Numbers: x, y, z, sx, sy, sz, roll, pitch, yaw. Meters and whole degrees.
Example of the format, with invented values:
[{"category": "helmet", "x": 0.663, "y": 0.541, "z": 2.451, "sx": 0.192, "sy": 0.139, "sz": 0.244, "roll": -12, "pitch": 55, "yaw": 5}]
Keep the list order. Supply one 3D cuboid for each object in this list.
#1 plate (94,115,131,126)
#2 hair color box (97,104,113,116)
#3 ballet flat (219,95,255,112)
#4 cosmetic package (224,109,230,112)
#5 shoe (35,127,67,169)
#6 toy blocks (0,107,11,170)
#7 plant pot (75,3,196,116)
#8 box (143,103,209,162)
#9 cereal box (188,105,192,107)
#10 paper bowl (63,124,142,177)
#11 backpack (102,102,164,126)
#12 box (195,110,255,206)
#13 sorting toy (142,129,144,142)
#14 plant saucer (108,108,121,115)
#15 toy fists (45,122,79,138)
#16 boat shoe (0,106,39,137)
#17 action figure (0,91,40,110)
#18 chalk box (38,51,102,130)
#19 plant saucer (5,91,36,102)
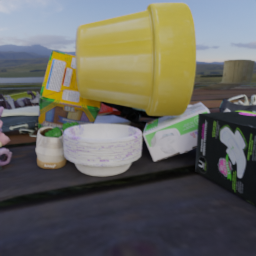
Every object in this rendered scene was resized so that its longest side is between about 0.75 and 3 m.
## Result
[{"category": "plate", "x": -1.010, "y": -0.147, "z": 9.633, "sx": 1.743, "sy": 0.282, "sz": 1.739, "roll": -6, "pitch": 12, "yaw": -23}, {"category": "hair color box", "x": -1.591, "y": -0.693, "z": 11.013, "sx": 0.944, "sy": 0.570, "sz": 1.860, "roll": -15, "pitch": -1, "yaw": 41}, {"category": "ballet flat", "x": 5.334, "y": -1.010, "z": 12.411, "sx": 2.554, "sy": 0.933, "sz": 0.933, "roll": 0, "pitch": 12, "yaw": -3}, {"category": "cosmetic package", "x": 3.643, "y": -0.425, "z": 10.078, "sx": 0.479, "sy": 0.294, "sz": 1.160, "roll": 50, "pitch": 18, "yaw": 11}, {"category": "shoe", "x": -1.735, "y": 0.292, "z": 6.676, "sx": 0.839, "sy": 0.640, "sz": 2.399, "roll": -3, "pitch": 12, "yaw": -13}, {"category": "toy blocks", "x": -2.896, "y": 0.004, "z": 5.810, "sx": 1.274, "sy": 1.190, "sz": 1.072, "roll": 15, "pitch": 56, "yaw": 41}, {"category": "plant pot", "x": 0.062, "y": -1.383, "z": 5.908, "sx": 2.161, "sy": 2.297, "sz": 2.297, "roll": -1, "pitch": 12, "yaw": -2}, {"category": "box", "x": 1.175, "y": 0.071, "z": 6.472, "sx": 1.482, "sy": 0.717, "sz": 1.308, "roll": -21, "pitch": 7, "yaw": 12}, {"category": "cereal box", "x": 2.489, "y": -0.849, "z": 13.080, "sx": 1.025, "sy": 0.282, "sz": 1.425, "roll": 3, "pitch": 13, "yaw": 19}, {"category": "paper bowl", "x": -0.498, "y": 0.430, "z": 5.603, "sx": 1.547, "sy": 0.805, "sz": 1.547, "roll": 0, "pitch": 12, "yaw": 0}, {"category": "backpack", "x": 0.621, "y": -1.148, "z": 9.600, "sx": 2.861, "sy": 1.811, "sz": 2.388, "roll": 11, "pitch": 20, "yaw": -34}, {"category": "box", "x": 2.271, "y": 0.422, "z": 4.703, "sx": 1.428, "sy": 1.195, "sz": 1.923, "roll": -5, "pitch": 13, "yaw": -22}, {"category": "sorting toy", "x": -0.316, "y": 0.309, "z": 7.182, "sx": 2.267, "sy": 0.383, "sz": 1.093, "roll": 0, "pitch": 11, "yaw": -8}, {"category": "plant saucer", "x": -0.445, "y": -1.395, "z": 13.091, "sx": 2.566, "sy": 0.471, "sz": 2.561, "roll": 5, "pitch": 40, "yaw": 21}, {"category": "toy fists", "x": -1.545, "y": 0.111, "z": 6.607, "sx": 0.874, "sy": 0.301, "sz": 0.446, "roll": -23, "pitch": 30, "yaw": -10}, {"category": "boat shoe", "x": -3.214, "y": -0.169, "z": 8.486, "sx": 2.647, "sy": 0.819, "sz": 0.991, "roll": -6, "pitch": 14, "yaw": -17}, {"category": "action figure", "x": -4.355, "y": -0.897, "z": 10.930, "sx": 1.756, "sy": 0.936, "sz": 2.698, "roll": -22, "pitch": 9, "yaw": 11}, {"category": "chalk box", "x": -1.629, "y": -0.715, "z": 7.790, "sx": 1.460, "sy": 1.467, "sz": 2.359, "roll": 11, "pitch": -28, "yaw": -15}, {"category": "plant saucer", "x": -4.573, "y": -1.116, "z": 13.024, "sx": 1.711, "sy": 0.410, "sz": 1.708, "roll": 26, "pitch": 27, "yaw": 22}]
